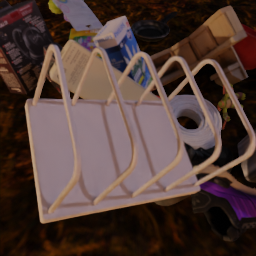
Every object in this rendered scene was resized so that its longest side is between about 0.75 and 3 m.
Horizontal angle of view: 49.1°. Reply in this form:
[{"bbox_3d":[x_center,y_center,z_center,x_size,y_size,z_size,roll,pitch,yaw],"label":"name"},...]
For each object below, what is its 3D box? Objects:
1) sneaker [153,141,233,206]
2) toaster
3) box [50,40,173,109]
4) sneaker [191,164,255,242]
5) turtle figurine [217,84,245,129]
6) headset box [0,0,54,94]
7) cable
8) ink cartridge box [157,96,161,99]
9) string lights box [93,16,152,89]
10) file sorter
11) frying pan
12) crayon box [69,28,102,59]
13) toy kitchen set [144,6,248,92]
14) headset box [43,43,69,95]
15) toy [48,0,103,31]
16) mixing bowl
[{"bbox_3d":[1.333,0.613,5.586,2.111,1.209,0.807,-18,31,-23],"label":"sneaker"},{"bbox_3d":[2.886,0.619,5.804,1.093,0.648,0.988,11,54,-15],"label":"toaster"},{"bbox_3d":[-0.341,-0.781,5.825,2.448,0.837,1.006,31,7,-22],"label":"box"},{"bbox_3d":[1.896,1.508,4.887,2.062,0.717,1.025,27,57,-14],"label":"sneaker"},{"bbox_3d":[2.547,-0.579,7.081,0.925,1.148,0.370,-10,12,-36],"label":"turtle figurine"},{"bbox_3d":[-2.927,-2.264,7.600,0.837,2.166,1.612,8,44,35],"label":"headset box"},{"bbox_3d":[1.412,-0.090,6.625,1.552,0.537,1.552,19,57,8],"label":"cable"},{"bbox_3d":[0.031,-0.688,7.386,1.997,0.570,1.623,16,49,20],"label":"ink cartridge box"},{"bbox_3d":[-0.063,-1.569,6.717,0.542,1.839,0.945,-7,39,29],"label":"string lights box"},{"bbox_3d":[0.090,0.001,3.697,2.432,1.515,1.688,-3,62,-29],"label":"file sorter"},{"bbox_3d":[0.932,-3.796,10.360,1.364,0.367,2.255,14,47,12],"label":"frying pan"},{"bbox_3d":[-1.317,-2.528,8.992,1.138,0.558,1.916,-2,45,-3],"label":"crayon box"},{"bbox_3d":[1.798,-1.615,7.399,1.953,2.164,1.766,-28,90,-24],"label":"toy kitchen set"},{"bbox_3d":[-1.763,-1.548,7.191,0.432,1.118,0.832,-33,69,-29],"label":"headset box"},{"bbox_3d":[-2.124,-4.038,8.888,2.667,0.630,1.536,55,36,-2],"label":"toy"},{"bbox_3d":[3.353,-2.341,8.166,1.817,0.984,1.817,19,33,-13],"label":"mixing bowl"}]
